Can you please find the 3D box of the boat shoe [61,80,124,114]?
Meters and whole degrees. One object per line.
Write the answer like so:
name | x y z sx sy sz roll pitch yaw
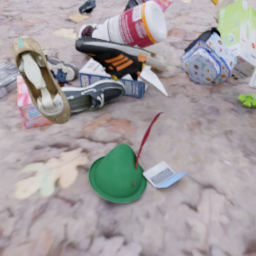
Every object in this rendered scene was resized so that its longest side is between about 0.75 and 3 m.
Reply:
boat shoe | -1.377 -1.044 10.326 2.755 1.042 0.831 -14 47 -11

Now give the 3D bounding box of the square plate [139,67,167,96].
square plate | 0.616 -1.640 8.981 1.308 0.188 1.320 30 27 -37

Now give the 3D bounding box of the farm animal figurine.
farm animal figurine | 3.832 -3.290 12.645 2.407 1.499 2.981 1 39 2

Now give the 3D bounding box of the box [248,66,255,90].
box | 4.252 -2.311 7.954 0.778 2.589 1.510 19 12 18

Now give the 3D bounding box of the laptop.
laptop | 1.021 1.260 7.756 0.834 0.517 0.891 -26 55 -29

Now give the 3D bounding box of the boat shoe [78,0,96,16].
boat shoe | -1.351 -3.985 9.384 0.451 0.373 1.206 -22 9 -29

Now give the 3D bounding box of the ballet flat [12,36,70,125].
ballet flat | -1.937 -0.870 6.273 0.804 2.281 0.745 -23 33 -1

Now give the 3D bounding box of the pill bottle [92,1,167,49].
pill bottle | 0.007 -3.176 9.346 2.301 1.300 1.300 -10 31 31

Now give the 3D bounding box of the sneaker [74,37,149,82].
sneaker | -0.354 -1.560 6.695 2.091 0.941 0.731 -4 24 -43

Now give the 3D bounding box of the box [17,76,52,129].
box | -3.394 -1.062 10.264 1.095 1.010 2.135 -11 40 -13

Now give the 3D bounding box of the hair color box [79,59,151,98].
hair color box | -0.514 -2.109 11.713 2.716 0.822 1.358 11 40 14

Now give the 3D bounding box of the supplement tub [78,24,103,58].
supplement tub | -1.051 -4.110 13.547 2.338 1.641 1.641 10 40 12

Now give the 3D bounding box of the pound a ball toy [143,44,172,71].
pound a ball toy | 0.590 -3.368 12.667 2.827 1.201 1.844 8 18 -40

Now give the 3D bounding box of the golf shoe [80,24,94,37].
golf shoe | -1.565 -3.556 10.553 0.467 1.286 0.592 14 69 -17

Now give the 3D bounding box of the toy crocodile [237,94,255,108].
toy crocodile | 4.850 -0.927 10.611 1.397 0.431 0.472 20 83 21

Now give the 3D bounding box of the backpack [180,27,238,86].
backpack | 2.371 -1.926 8.194 1.434 1.505 1.159 34 73 -10

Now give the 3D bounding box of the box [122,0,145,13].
box | 0.283 -4.423 10.575 0.490 0.939 0.694 -29 86 -27

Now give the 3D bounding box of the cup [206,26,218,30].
cup | 4.739 -4.753 14.855 1.344 0.961 1.344 1 33 -1

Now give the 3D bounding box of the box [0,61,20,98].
box | -5.426 -2.081 11.942 1.622 0.495 2.048 17 42 20

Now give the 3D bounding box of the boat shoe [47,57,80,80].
boat shoe | -3.268 -2.690 12.571 2.380 0.796 0.678 20 30 17

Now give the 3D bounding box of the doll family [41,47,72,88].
doll family | -2.137 -1.538 7.301 1.513 0.875 0.594 43 58 5

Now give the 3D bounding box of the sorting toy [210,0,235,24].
sorting toy | 3.867 -4.141 10.754 0.408 2.996 1.687 -10 42 54

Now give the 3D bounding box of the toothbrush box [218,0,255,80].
toothbrush box | 3.955 -3.027 9.750 1.577 2.166 0.932 19 -17 -34

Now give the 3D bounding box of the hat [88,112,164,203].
hat | -0.081 0.648 7.348 1.656 1.760 1.999 13 37 -4

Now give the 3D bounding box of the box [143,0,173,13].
box | 0.887 -4.686 9.874 1.339 0.639 0.667 42 6 -9
